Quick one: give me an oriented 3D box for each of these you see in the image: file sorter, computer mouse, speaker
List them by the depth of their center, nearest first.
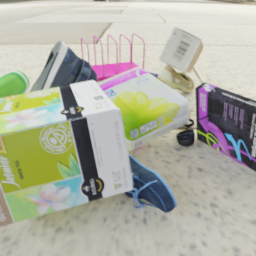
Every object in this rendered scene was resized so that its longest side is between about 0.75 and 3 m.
[{"bbox_3d":[1.772,0.137,8.451,0.527,0.306,1.798,-11,20,19],"label":"computer mouse"},{"bbox_3d":[-4.517,-1.228,9.903,1.002,1.002,2.265,11,36,18],"label":"speaker"},{"bbox_3d":[-0.757,-3.412,13.197,2.758,1.730,1.917,-9,31,-15],"label":"file sorter"}]

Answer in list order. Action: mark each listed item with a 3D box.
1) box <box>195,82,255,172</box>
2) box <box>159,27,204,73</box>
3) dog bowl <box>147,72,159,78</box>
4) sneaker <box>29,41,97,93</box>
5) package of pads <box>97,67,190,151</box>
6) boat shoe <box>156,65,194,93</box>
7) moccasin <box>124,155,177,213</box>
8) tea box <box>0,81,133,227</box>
[{"bbox_3d":[2.758,0.061,6.952,0.453,1.795,2.511,-32,41,-25],"label":"box"},{"bbox_3d":[1.894,-2.578,9.607,0.949,1.159,2.440,29,19,10],"label":"box"},{"bbox_3d":[0.612,-2.000,11.361,1.261,0.497,1.261,7,7,-1],"label":"dog bowl"},{"bbox_3d":[-2.258,-1.400,10.127,1.065,2.024,2.801,9,70,49],"label":"sneaker"},{"bbox_3d":[0.259,-0.719,8.646,2.181,0.963,2.823,-25,43,-19],"label":"package of pads"},{"bbox_3d":[2.010,-1.930,10.907,2.344,0.737,0.855,2,35,-47],"label":"boat shoe"},{"bbox_3d":[0.212,1.279,6.002,0.714,0.843,2.094,-25,22,-21],"label":"moccasin"},{"bbox_3d":[-1.570,0.285,5.922,2.582,1.753,2.624,-14,23,-12],"label":"tea box"}]
